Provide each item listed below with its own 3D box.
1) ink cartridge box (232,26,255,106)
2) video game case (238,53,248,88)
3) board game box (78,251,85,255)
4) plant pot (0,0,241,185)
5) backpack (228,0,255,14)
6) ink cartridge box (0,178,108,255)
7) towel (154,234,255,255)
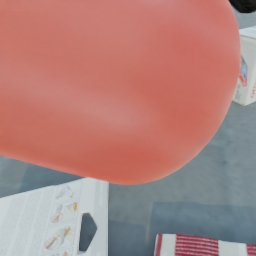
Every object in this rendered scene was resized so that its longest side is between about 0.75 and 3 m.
[{"bbox_3d":[4.227,-2.115,8.780,2.744,2.000,1.136,-20,38,-29],"label":"ink cartridge box"},{"bbox_3d":[1.569,-1.026,4.051,0.066,0.754,0.539,-17,33,36],"label":"video game case"},{"bbox_3d":[-0.481,2.183,3.643,1.386,0.254,1.049,5,33,9],"label":"board game box"},{"bbox_3d":[-0.491,-0.630,2.126,2.150,2.150,1.902,29,11,38],"label":"plant pot"},{"bbox_3d":[1.921,-2.391,4.512,0.753,1.000,0.887,-46,16,-9],"label":"backpack"},{"bbox_3d":[-1.137,1.666,3.753,1.941,0.487,2.236,-14,31,5],"label":"ink cartridge box"},{"bbox_3d":[1.524,2.304,3.456,2.562,0.291,1.845,5,35,11],"label":"towel"}]
